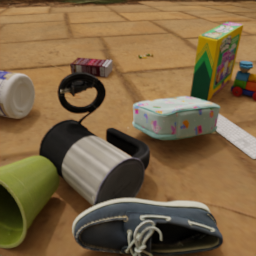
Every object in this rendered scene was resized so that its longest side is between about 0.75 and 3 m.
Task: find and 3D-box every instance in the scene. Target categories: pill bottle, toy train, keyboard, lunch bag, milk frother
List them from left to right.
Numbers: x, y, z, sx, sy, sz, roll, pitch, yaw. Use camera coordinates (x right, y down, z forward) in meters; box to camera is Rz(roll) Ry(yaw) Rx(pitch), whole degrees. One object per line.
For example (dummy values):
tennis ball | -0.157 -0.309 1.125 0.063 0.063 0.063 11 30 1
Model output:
pill bottle | -4.767 -1.248 9.751 2.569 1.537 1.537 10 33 14
milk frother | -0.747 0.269 6.343 2.256 2.399 2.165 28 57 38
lunch bag | 1.433 -0.353 8.540 2.403 0.926 1.927 -9 17 -30
keyboard | 3.264 0.137 8.867 0.729 0.138 2.591 -14 35 -21
toy train | 5.222 -1.746 10.750 2.254 1.304 0.954 20 38 29

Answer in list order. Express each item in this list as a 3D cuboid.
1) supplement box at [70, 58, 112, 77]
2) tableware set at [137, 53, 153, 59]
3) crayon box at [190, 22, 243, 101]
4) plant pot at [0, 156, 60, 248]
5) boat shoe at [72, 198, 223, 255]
supplement box | -1.720 -2.876 13.259 1.775 0.540 0.966 8 34 11
tableware set | 0.946 -3.951 15.356 0.866 0.133 0.583 -6 33 -11
crayon box | 3.564 -2.728 11.258 0.816 2.415 2.799 21 38 30
plant pot | -2.293 1.320 5.894 1.634 1.634 1.551 12 22 18
boat shoe | 0.364 1.975 5.194 2.763 1.035 0.854 4 20 -11
